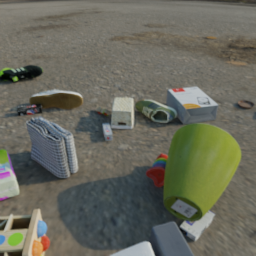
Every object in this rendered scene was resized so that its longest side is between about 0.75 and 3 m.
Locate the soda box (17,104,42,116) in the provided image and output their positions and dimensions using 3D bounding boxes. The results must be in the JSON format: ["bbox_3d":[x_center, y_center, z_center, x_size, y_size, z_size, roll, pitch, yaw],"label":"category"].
[{"bbox_3d":[-4.539,-0.835,12.958,1.068,0.338,0.378,-9,34,-12],"label":"soda box"}]

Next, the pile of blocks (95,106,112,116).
[{"bbox_3d":[-1.162,-0.722,12.887,1.055,0.433,0.328,24,81,47],"label":"pile of blocks"}]

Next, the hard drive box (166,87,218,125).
[{"bbox_3d":[2.881,-1.076,12.925,1.594,0.785,2.045,-8,33,-14],"label":"hard drive box"}]

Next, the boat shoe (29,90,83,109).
[{"bbox_3d":[-3.386,-1.468,13.446,2.549,0.902,0.883,1,32,3],"label":"boat shoe"}]

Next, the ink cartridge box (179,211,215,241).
[{"bbox_3d":[1.895,2.572,7.628,0.513,0.202,1.031,27,42,36],"label":"ink cartridge box"}]

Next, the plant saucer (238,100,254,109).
[{"bbox_3d":[5.736,-1.126,13.630,0.762,0.131,0.762,0,31,0],"label":"plant saucer"}]

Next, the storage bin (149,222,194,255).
[{"bbox_3d":[0.912,2.935,6.295,1.085,1.001,1.491,-10,32,-15],"label":"storage bin"}]

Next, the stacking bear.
[{"bbox_3d":[1.092,1.272,9.211,0.654,0.698,1.149,-37,10,26],"label":"stacking bear"}]

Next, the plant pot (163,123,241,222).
[{"bbox_3d":[1.864,1.359,7.798,2.083,2.083,2.226,14,45,21],"label":"plant pot"}]

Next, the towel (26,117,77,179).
[{"bbox_3d":[-2.620,0.631,9.414,1.973,1.634,0.844,25,44,34],"label":"towel"}]

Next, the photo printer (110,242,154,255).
[{"bbox_3d":[-0.254,3.403,5.469,2.112,0.733,1.757,-20,35,-5],"label":"photo printer"}]

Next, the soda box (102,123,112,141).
[{"bbox_3d":[-0.846,0.167,11.379,0.289,0.311,0.910,-7,33,-11],"label":"soda box"}]

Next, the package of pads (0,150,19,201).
[{"bbox_3d":[-4.735,1.635,8.553,2.347,0.801,1.814,-16,35,-24],"label":"package of pads"}]

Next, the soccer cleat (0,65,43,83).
[{"bbox_3d":[-6.206,-3.052,16.196,2.528,0.853,1.024,-5,42,3],"label":"soccer cleat"}]

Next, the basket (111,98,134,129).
[{"bbox_3d":[-0.238,-0.671,12.195,0.955,0.869,1.409,2,31,2],"label":"basket"}]

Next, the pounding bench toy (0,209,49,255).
[{"bbox_3d":[-2.605,2.946,6.060,1.531,1.220,1.963,-2,32,-4],"label":"pounding bench toy"}]

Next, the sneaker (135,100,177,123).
[{"bbox_3d":[1.112,-0.717,12.431,2.000,0.671,0.898,18,31,21],"label":"sneaker"}]
